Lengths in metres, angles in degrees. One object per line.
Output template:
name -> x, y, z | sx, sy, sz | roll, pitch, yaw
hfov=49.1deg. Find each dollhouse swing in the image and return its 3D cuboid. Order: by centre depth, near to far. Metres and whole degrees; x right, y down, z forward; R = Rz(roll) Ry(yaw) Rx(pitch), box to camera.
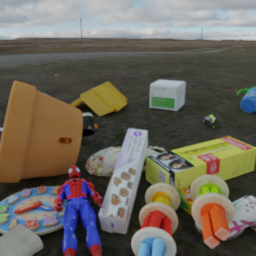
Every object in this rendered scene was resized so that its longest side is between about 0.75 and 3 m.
dollhouse swing -> -1.503, -1.075, 13.566 | 1.918, 1.855, 2.110 | 44, 25, -1

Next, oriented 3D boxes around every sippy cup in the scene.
sippy cup -> 5.845, -1.227, 13.104 | 1.063, 1.139, 1.451 | -30, 24, -35

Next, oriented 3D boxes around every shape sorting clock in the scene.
shape sorting clock -> -1.897, 1.669, 5.894 | 1.821, 0.357, 1.821 | 0, 20, 0

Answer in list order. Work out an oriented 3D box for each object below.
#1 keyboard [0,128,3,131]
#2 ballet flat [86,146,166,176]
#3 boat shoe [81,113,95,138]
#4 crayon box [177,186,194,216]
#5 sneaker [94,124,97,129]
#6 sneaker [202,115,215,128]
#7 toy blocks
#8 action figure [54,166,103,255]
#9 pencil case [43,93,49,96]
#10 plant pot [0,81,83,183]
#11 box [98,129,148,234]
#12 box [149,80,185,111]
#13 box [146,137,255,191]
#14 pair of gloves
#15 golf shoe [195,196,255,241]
keyboard -> -5.200, 0.067, 10.865 | 1.028, 0.055, 0.289 | 0, 15, -1
ballet flat -> 0.011, 0.798, 7.516 | 2.276, 0.861, 0.727 | -5, -24, -14
boat shoe -> -2.253, 0.122, 9.373 | 2.323, 0.850, 0.728 | -13, 67, -13
crayon box -> 1.541, 1.648, 6.104 | 0.643, 0.257, 1.012 | -12, 24, -31
sneaker -> -1.755, -0.235, 10.986 | 1.288, 0.497, 0.470 | 19, 24, 25
sneaker -> 3.263, -0.244, 11.315 | 0.445, 0.406, 1.100 | -4, 11, 9
toy blocks -> 0.960, 1.692, 4.784 | 1.730, 0.754, 2.075 | -14, 15, 17
action figure -> -0.946, 1.571, 5.367 | 0.898, 0.709, 2.745 | -8, 26, -12
pencil case -> -4.278, -0.910, 12.243 | 1.011, 0.908, 2.327 | 29, 25, 7
plant pot -> -2.260, 0.221, 7.285 | 1.774, 2.535, 2.535 | 11, 15, -22
box -> -0.020, 1.035, 6.261 | 0.517, 0.553, 2.671 | 6, 39, 11
box -> 1.957, -1.637, 13.853 | 1.417, 1.220, 1.424 | 9, 22, 24
box -> 1.942, 0.950, 7.343 | 2.883, 0.722, 1.085 | -10, 22, -25
pair of gloves -> -2.849, 2.154, 4.473 | 2.413, 0.423, 2.052 | 9, 25, 28
golf shoe -> 2.127, 1.619, 5.366 | 1.779, 0.819, 0.646 | -5, 23, -10
